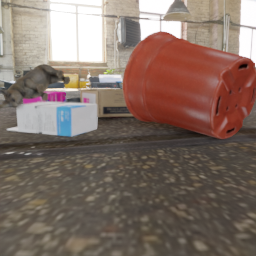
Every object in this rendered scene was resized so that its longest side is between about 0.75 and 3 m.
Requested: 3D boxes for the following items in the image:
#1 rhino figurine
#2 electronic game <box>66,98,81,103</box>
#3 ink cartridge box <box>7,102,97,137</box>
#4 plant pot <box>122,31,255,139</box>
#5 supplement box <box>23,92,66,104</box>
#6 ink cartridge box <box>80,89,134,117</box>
[{"bbox_3d":[-2.895,-1.189,8.305,1.065,0.728,2.436,20,43,21],"label":"rhino figurine"},{"bbox_3d":[-2.170,-1.264,14.498,2.331,0.485,2.331,-1,12,0],"label":"electronic game"},{"bbox_3d":[-2.263,-0.323,8.257,2.364,0.788,1.369,4,11,23],"label":"ink cartridge box"},{"bbox_3d":[1.718,-1.071,7.477,2.710,2.710,2.635,-9,24,-40],"label":"plant pot"},{"bbox_3d":[-3.311,-0.946,11.316,0.979,0.959,1.895,2,11,12],"label":"supplement box"},{"bbox_3d":[-0.549,-1.093,11.746,2.324,1.059,2.821,-3,10,-22],"label":"ink cartridge box"}]
